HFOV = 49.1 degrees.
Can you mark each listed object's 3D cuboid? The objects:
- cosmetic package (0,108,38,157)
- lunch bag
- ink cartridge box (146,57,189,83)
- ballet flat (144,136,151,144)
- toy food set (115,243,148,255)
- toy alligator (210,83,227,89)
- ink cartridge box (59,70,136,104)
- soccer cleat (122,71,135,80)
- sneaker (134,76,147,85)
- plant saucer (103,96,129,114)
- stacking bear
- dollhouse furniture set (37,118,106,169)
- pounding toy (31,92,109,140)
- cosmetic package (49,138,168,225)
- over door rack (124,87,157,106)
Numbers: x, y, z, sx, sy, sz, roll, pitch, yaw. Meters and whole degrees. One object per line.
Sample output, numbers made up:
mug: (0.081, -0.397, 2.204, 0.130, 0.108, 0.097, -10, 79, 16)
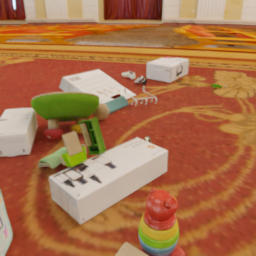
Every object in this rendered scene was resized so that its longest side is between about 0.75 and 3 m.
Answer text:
cosmetic package: (-3.574, 0.083, 8.955, 1.053, 0.767, 2.071, -5, 25, -10)
lunch bag: (-2.693, 1.613, 5.015, 0.950, 1.327, 1.557, -16, 29, -29)
ink cartridge box: (2.271, -3.399, 16.101, 1.632, 0.947, 2.211, 18, 32, 33)
ballet flat: (0.561, 0.523, 8.532, 0.317, 0.314, 0.933, 1, 26, 1)
toy food set: (0.089, 2.617, 4.000, 1.271, 0.535, 1.772, 25, 34, 20)
toy alligator: (4.580, -2.088, 14.205, 0.829, 0.246, 0.225, 7, -15, 14)
ink cartridge box: (-1.276, -1.638, 12.578, 2.391, 0.600, 2.755, 37, 31, 14)
soccer cleat: (0.039, -3.057, 15.981, 0.392, 0.438, 1.130, -18, 30, -34)
sneaker: (0.697, -2.423, 14.852, 0.501, 0.328, 0.896, 36, -14, -16)
plant saucer: (-0.494, -0.977, 11.530, 0.501, 0.136, 1.433, 55, 40, 5)
stacking bear: (0.559, 1.678, 4.872, 0.761, 1.339, 0.813, -12, 28, -24)
dollhouse furniture set: (-1.625, 0.424, 7.302, 1.179, 0.904, 1.800, -22, 8, -40)
pounding toy: (-1.937, -0.283, 9.558, 2.216, 1.332, 2.871, -6, -6, 14)
cosmetic package: (-0.359, 1.110, 6.822, 2.816, 0.713, 1.162, -23, 34, -39)
over door rack: (0.525, -1.339, 12.260, 1.027, 0.463, 1.390, -8, 33, -20)
